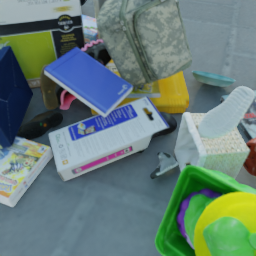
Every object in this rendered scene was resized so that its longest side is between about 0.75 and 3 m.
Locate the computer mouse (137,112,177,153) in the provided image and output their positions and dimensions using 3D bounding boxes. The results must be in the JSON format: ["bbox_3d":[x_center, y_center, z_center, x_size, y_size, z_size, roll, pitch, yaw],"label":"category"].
[{"bbox_3d":[0.628,-0.041,7.427,1.557,0.411,1.078,-22,50,-20],"label":"computer mouse"}]

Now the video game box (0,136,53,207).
[{"bbox_3d":[-2.930,0.857,6.547,1.719,0.402,1.566,14,49,16],"label":"video game box"}]

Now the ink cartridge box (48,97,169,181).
[{"bbox_3d":[-0.493,0.192,6.864,2.738,0.508,1.296,-23,47,-6],"label":"ink cartridge box"}]

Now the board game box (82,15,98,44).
[{"bbox_3d":[-1.859,-3.973,11.012,1.594,0.386,2.107,16,36,-1],"label":"board game box"}]

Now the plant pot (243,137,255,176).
[{"bbox_3d":[3.218,0.544,6.256,1.117,1.149,1.149,-21,48,-27],"label":"plant pot"}]

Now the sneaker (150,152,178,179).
[{"bbox_3d":[0.742,0.827,6.479,0.832,0.312,0.481,-21,76,-36],"label":"sneaker"}]

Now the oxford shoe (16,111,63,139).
[{"bbox_3d":[-2.432,-0.085,7.530,1.280,0.465,0.540,-28,35,-31],"label":"oxford shoe"}]

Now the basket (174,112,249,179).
[{"bbox_3d":[1.766,0.539,6.248,1.082,1.345,1.333,-2,43,-8],"label":"basket"}]

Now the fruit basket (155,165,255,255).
[{"bbox_3d":[1.649,1.760,3.963,2.871,2.071,2.871,16,17,-5],"label":"fruit basket"}]

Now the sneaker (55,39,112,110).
[{"bbox_3d":[-1.271,-1.489,8.224,2.577,1.018,1.229,-38,61,3],"label":"sneaker"}]

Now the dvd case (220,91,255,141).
[{"bbox_3d":[3.680,-0.345,7.901,1.407,0.212,1.928,-9,47,-8],"label":"dvd case"}]

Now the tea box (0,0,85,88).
[{"bbox_3d":[-2.904,-2.960,8.603,2.974,2.925,1.987,-10,46,-10],"label":"tea box"}]

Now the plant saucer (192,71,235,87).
[{"bbox_3d":[2.640,-1.527,8.783,1.343,0.241,1.343,10,20,-4],"label":"plant saucer"}]

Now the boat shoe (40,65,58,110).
[{"bbox_3d":[-2.196,-1.119,7.610,0.441,1.224,0.414,-14,29,-30],"label":"boat shoe"}]

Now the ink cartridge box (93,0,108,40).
[{"bbox_3d":[-0.828,-4.346,10.483,0.676,2.185,2.695,-4,42,-1],"label":"ink cartridge box"}]

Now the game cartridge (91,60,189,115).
[{"bbox_3d":[0.340,-1.387,8.756,2.828,0.459,2.493,-2,45,1],"label":"game cartridge"}]

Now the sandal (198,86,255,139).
[{"bbox_3d":[1.960,-0.234,5.457,1.414,0.347,0.575,-40,58,-11],"label":"sandal"}]

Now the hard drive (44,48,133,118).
[{"bbox_3d":[-0.995,-1.237,7.270,1.930,0.245,1.273,36,53,8],"label":"hard drive"}]

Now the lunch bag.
[{"bbox_3d":[0.540,-2.485,7.574,2.025,2.415,1.683,-12,41,19],"label":"lunch bag"}]

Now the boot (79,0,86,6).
[{"bbox_3d":[-3.341,-5.586,12.327,2.927,1.083,2.399,-21,32,-14],"label":"boot"}]

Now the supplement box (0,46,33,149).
[{"bbox_3d":[-3.966,-0.661,6.888,2.309,1.552,2.312,-9,39,5],"label":"supplement box"}]
